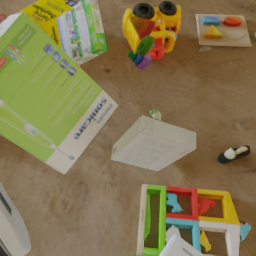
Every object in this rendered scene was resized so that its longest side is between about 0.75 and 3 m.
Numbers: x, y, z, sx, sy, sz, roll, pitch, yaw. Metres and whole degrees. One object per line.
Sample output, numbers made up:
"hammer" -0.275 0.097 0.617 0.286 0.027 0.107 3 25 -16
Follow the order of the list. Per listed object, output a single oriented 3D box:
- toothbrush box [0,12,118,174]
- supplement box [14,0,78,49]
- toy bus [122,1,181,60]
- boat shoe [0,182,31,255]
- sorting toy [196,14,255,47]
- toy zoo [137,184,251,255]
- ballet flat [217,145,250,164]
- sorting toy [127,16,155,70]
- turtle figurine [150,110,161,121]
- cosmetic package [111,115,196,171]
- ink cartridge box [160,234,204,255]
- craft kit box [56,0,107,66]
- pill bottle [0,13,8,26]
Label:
"toothbrush box" -1.689 -0.565 5.267 1.787 2.455 1.057 -53 36 -8
"supplement box" -3.111 -3.763 10.630 1.425 1.434 2.619 32 60 22
"toy bus" 1.084 -3.462 10.523 2.199 1.492 2.111 -12 67 -12
"boat shoe" -1.759 0.802 3.173 0.565 1.995 0.685 -22 24 -11
"sorting toy" 4.379 -4.112 11.528 2.980 0.439 2.203 3 53 3
"toy zoo" 1.580 2.292 6.758 2.630 0.269 1.726 4 52 3
"ballet flat" 3.001 0.702 7.922 1.017 0.348 0.346 -19 56 -13
"sorting toy" 0.238 -2.326 7.277 0.667 0.672 1.938 30 46 -26
"turtle figurine" 0.416 0.093 7.974 1.433 1.031 1.389 10 49 3
"cosmetic package" 0.439 0.367 5.413 1.103 1.463 0.378 19 60 -16
"ink cartridge box" 0.354 3.555 4.658 1.210 2.101 2.879 32 60 20
"craft kit box" -1.220 -2.416 7.190 0.335 1.365 1.382 -9 87 -47
"pill bottle" -3.473 -2.877 8.011 0.556 0.556 0.991 -35 51 -23
